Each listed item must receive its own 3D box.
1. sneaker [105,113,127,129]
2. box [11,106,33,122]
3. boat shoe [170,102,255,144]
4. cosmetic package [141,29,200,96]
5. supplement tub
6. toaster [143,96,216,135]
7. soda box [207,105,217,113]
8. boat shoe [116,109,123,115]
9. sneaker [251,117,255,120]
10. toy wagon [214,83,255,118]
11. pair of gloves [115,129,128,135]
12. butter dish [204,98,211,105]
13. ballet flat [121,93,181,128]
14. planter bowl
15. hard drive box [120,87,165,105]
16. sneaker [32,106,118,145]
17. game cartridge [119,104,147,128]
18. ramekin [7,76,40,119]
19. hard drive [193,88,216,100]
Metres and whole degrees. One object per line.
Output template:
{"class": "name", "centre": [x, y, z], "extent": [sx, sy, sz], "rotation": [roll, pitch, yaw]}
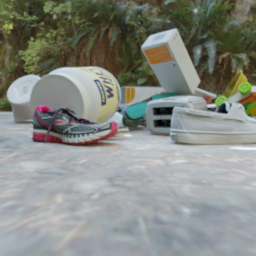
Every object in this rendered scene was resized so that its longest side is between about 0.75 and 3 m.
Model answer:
{"class": "sneaker", "centre": [-0.811, -0.413, 10.502], "extent": [2.313, 0.937, 0.869], "rotation": [1, 2, -10]}
{"class": "box", "centre": [-5.080, -0.967, 15.405], "extent": [2.066, 1.007, 1.285], "rotation": [-7, 4, 10]}
{"class": "boat shoe", "centre": [2.311, -0.146, 6.633], "extent": [2.774, 0.950, 0.999], "rotation": [-1, 4, -8]}
{"class": "cosmetic package", "centre": [1.617, -2.324, 10.441], "extent": [1.202, 2.370, 0.844], "rotation": [0, 47, 43]}
{"class": "supplement tub", "centre": [-1.497, -0.869, 8.560], "extent": [1.938, 1.938, 2.673], "rotation": [1, 13, 17]}
{"class": "toaster", "centre": [1.490, -0.360, 8.430], "extent": [2.028, 1.152, 1.310], "rotation": [2, 9, 33]}
{"class": "soda box", "centre": [2.826, -0.530, 11.760], "extent": [2.244, 0.713, 0.767], "rotation": [-5, 11, -7]}
{"class": "boat shoe", "centre": [-1.026, -0.831, 13.455], "extent": [2.262, 0.699, 0.823], "rotation": [17, 40, 20]}
{"class": "sneaker", "centre": [3.210, -0.220, 8.585], "extent": [1.666, 0.660, 0.616], "rotation": [-6, 7, 18]}
{"class": "toy wagon", "centre": [3.940, -0.771, 9.169], "extent": [2.338, 0.463, 1.814], "rotation": [-32, -40, 20]}
{"class": "pair of gloves", "centre": [-0.625, 0.173, 7.419], "extent": [1.042, 0.215, 1.225], "rotation": [-7, 2, -22]}
{"class": "butter dish", "centre": [3.707, -0.740, 14.456], "extent": [1.470, 1.087, 1.466], "rotation": [-43, 11, -10]}
{"class": "ballet flat", "centre": [0.861, -0.649, 10.397], "extent": [2.662, 0.988, 0.988], "rotation": [-15, 11, -27]}
{"class": "planter bowl", "centre": [4.436, -0.949, 11.610], "extent": [1.089, 2.614, 2.614], "rotation": [30, 10, 8]}
{"class": "hard drive box", "centre": [0.831, -1.173, 14.375], "extent": [2.356, 1.836, 0.905], "rotation": [-2, 5, -16]}
{"class": "sneaker", "centre": [-1.319, -0.076, 6.434], "extent": [2.284, 0.853, 0.921], "rotation": [2, 5, 23]}
{"class": "game cartridge", "centre": [0.228, -0.469, 11.100], "extent": [0.801, 0.237, 1.235], "rotation": [21, -20, 47]}
{"class": "ramekin", "centre": [-5.015, -1.636, 14.212], "extent": [2.169, 2.169, 1.057], "rotation": [1, -33, 14]}
{"class": "hard drive", "centre": [3.757, -1.727, 14.264], "extent": [1.206, 0.158, 0.796], "rotation": [20, -6, -8]}
